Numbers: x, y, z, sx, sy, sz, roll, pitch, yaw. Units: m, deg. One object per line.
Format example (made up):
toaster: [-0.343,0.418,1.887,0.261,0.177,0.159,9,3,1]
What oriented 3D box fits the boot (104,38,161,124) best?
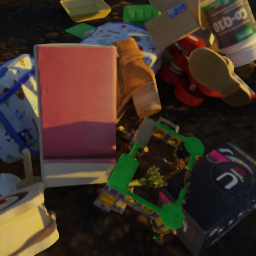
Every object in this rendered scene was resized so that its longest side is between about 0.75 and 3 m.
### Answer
boot: [-0.643,-0.992,6.944,2.613,0.963,2.021,-18,80,-8]

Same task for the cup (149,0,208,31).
cup: [1.655,-4.393,8.674,1.797,2.513,2.513,12,45,22]

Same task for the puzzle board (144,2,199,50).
puzzle board: [1.193,-2.817,7.759,1.228,0.107,0.925,-28,78,4]

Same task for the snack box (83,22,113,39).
snack box: [-0.865,-3.536,10.747,1.003,0.374,1.410,33,53,30]

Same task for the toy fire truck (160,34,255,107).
toy fire truck: [2.316,-1.655,8.275,2.114,1.411,2.517,6,38,-28]

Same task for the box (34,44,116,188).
box: [-0.966,-0.313,5.297,1.308,2.400,1.535,-2,15,-12]

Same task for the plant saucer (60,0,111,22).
plant saucer: [-1.918,-5.289,12.518,1.855,0.449,1.855,-16,46,-17]

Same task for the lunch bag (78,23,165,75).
lunch bag: [-0.297,-2.220,8.597,2.432,1.506,2.068,22,47,10]

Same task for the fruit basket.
fruit basket: [0.548,-4.560,11.397,1.605,1.158,1.605,1,62,-2]

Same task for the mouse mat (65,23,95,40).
mouse mat: [-1.789,-3.933,11.404,1.343,0.051,1.081,32,52,30]

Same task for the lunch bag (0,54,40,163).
lunch bag: [-2.445,-0.529,6.266,0.927,1.966,2.453,-18,28,16]

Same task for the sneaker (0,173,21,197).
sneaker: [-3.090,1.855,4.665,2.977,1.097,1.191,-26,52,-24]

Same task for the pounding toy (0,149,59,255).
pounding toy: [-1.872,1.120,4.147,1.266,1.270,2.214,-22,4,-17]

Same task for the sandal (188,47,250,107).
sandal: [2.128,-1.328,6.602,2.133,0.782,0.702,33,47,-30]

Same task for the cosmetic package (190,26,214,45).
cosmetic package: [2.728,-4.417,10.133,1.328,2.487,1.122,16,12,18]

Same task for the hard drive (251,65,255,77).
hard drive: [5.091,-1.427,8.555,1.482,0.401,2.121,-15,45,-16]

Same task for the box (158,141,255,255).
box: [1.626,1.269,5.316,1.878,0.996,1.148,-27,50,-24]

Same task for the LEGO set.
LEGO set: [0.318,0.837,4.699,1.511,1.139,1.965,22,54,-5]

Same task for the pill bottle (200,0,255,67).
pill bottle: [3.329,-3.201,8.901,1.294,2.288,1.294,-28,16,9]
